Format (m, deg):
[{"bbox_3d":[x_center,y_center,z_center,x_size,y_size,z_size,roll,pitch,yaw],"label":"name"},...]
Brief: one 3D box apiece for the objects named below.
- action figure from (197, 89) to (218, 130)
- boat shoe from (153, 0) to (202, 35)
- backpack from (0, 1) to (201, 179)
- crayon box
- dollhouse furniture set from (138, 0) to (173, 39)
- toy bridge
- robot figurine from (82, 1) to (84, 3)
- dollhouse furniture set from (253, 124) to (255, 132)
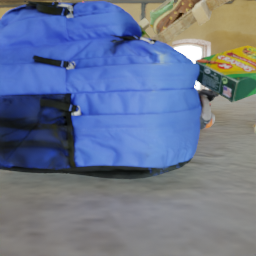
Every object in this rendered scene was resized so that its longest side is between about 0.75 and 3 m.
[{"bbox_3d":[1.519,-0.299,8.226,2.175,1.176,2.248,4,-18,-18],"label":"action figure"},{"bbox_3d":[1.581,-3.143,7.670,0.689,1.915,0.647,37,20,-45],"label":"boat shoe"},{"bbox_3d":[-0.388,-0.506,4.085,2.867,2.406,2.330,4,16,10],"label":"backpack"},{"bbox_3d":[1.922,-0.952,4.551,1.467,0.373,0.931,-20,39,-23],"label":"crayon box"},{"bbox_3d":[1.194,-3.935,11.031,2.041,1.025,1.337,-37,-3,1],"label":"dollhouse furniture set"},{"bbox_3d":[1.290,-2.017,4.892,2.258,0.307,0.759,-26,20,31],"label":"toy bridge"},{"bbox_3d":[-1.678,-3.479,10.865,1.867,2.596,1.514,17,-2,20],"label":"robot figurine"},{"bbox_3d":[4.474,-0.240,7.136,1.123,0.868,2.248,-7,11,-40],"label":"dollhouse furniture set"}]
